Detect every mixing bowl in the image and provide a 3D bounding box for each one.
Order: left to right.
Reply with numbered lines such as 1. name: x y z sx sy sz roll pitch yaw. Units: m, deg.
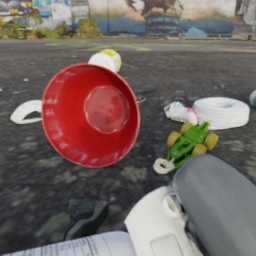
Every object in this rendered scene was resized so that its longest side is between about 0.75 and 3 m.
1. mixing bowl: -0.727 -0.344 6.753 2.355 2.355 1.275 6 13 15

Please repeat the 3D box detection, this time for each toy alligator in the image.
1. toy alligator: 1.295 0.545 6.573 0.863 0.625 2.603 29 38 28

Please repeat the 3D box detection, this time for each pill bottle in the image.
1. pill bottle: -0.486 1.738 2.360 2.561 1.452 1.452 -7 22 -16
2. pill bottle: -1.319 -3.457 15.554 1.490 1.490 2.727 3 22 8

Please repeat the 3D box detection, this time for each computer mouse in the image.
1. computer mouse: -2.764 -0.722 9.830 2.626 0.576 1.440 -16 28 -35

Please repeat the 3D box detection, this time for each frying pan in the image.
1. frying pan: 0.162 -1.249 11.473 1.405 0.378 2.322 10 22 22

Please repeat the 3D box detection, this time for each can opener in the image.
1. can opener: 0.850 1.572 1.472 0.798 1.000 2.992 -10 59 -24

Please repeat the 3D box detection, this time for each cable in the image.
1. cable: 3.022 -0.544 9.297 1.808 0.626 1.808 -3 22 -8

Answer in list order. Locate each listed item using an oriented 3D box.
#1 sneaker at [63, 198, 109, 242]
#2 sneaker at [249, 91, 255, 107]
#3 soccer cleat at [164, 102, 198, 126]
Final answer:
1. sneaker: -0.805 1.479 4.466 0.638 0.426 1.115 6 19 20
2. sneaker: 5.891 -1.005 10.250 2.583 0.922 1.032 -8 26 -6
3. soccer cleat: 1.695 -0.397 9.179 0.724 0.586 1.677 -18 21 -6
